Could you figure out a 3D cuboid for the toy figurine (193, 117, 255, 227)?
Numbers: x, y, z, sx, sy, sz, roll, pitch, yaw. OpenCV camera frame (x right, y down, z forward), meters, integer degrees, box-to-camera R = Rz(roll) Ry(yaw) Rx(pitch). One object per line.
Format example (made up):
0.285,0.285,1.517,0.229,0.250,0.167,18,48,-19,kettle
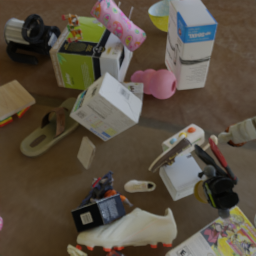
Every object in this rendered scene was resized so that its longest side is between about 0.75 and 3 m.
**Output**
3.258,1.203,6.865,2.707,1.913,2.750,24,82,7,toy figurine

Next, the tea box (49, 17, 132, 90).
-1.354,-3.018,11.436,2.631,1.787,2.675,10,51,8,tea box

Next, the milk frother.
-4.377,-4.122,12.056,2.150,2.285,2.062,14,52,12,milk frother

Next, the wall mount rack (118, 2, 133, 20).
-0.255,-4.374,10.973,0.995,0.371,0.865,26,81,12,wall mount rack

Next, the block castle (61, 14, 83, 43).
-2.033,-3.559,10.034,0.439,0.935,0.625,-8,16,23,block castle

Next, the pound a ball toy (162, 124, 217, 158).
1.985,0.445,8.993,1.526,0.648,0.995,-30,39,-19,pound a ball toy

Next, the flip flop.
-2.610,-0.140,9.668,1.112,0.789,2.742,29,57,25,flip flop

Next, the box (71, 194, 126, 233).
-0.751,2.164,7.161,0.940,0.956,0.592,-4,71,-58,box

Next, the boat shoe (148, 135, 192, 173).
1.228,0.826,8.137,1.467,0.527,0.437,-42,79,-11,boat shoe

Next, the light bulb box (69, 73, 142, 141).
-0.721,-0.619,9.146,1.615,1.630,1.017,38,45,-25,light bulb box

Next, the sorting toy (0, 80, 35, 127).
-4.472,-0.846,10.337,1.639,0.574,1.649,-33,52,-24,sorting toy

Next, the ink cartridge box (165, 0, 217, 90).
2.309,-3.188,10.898,1.186,2.814,2.054,-8,48,-6,ink cartridge box

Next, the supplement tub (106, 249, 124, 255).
0.015,3.534,6.638,1.364,0.729,0.729,24,54,19,supplement tub

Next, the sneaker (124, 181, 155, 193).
0.357,1.706,8.287,0.940,0.468,0.352,-3,75,-7,sneaker

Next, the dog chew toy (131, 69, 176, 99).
0.936,-1.770,10.903,1.798,1.120,1.120,16,51,26,dog chew toy

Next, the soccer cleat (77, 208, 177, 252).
-0.022,2.618,7.267,2.571,0.891,0.997,0,69,-9,soccer cleat

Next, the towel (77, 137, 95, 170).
-1.314,0.777,8.800,0.160,0.926,0.614,-9,44,-41,towel

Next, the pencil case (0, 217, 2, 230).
-4.323,2.395,7.603,1.818,0.795,0.795,20,53,17,pencil case

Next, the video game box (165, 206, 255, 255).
2.490,3.491,6.587,2.266,0.582,2.487,-26,62,-17,video game box

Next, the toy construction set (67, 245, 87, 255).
-1.349,3.656,6.593,1.053,0.739,1.605,18,63,15,toy construction set

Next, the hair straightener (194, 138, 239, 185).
2.395,1.152,7.900,0.898,2.334,0.477,-25,44,25,hair straightener

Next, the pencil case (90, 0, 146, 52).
-0.326,-3.694,9.941,2.106,0.921,0.921,41,52,-17,pencil case

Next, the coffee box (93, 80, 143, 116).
-0.397,-1.101,10.218,1.814,1.037,0.723,5,41,1,coffee box

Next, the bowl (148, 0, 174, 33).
2.278,-5.265,13.505,2.438,1.312,2.438,-11,39,9,bowl

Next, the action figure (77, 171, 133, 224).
-0.703,2.071,8.057,1.485,0.777,1.437,-43,52,6,action figure

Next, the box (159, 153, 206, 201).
1.616,1.459,8.396,1.015,0.667,1.021,-19,53,-12,box
